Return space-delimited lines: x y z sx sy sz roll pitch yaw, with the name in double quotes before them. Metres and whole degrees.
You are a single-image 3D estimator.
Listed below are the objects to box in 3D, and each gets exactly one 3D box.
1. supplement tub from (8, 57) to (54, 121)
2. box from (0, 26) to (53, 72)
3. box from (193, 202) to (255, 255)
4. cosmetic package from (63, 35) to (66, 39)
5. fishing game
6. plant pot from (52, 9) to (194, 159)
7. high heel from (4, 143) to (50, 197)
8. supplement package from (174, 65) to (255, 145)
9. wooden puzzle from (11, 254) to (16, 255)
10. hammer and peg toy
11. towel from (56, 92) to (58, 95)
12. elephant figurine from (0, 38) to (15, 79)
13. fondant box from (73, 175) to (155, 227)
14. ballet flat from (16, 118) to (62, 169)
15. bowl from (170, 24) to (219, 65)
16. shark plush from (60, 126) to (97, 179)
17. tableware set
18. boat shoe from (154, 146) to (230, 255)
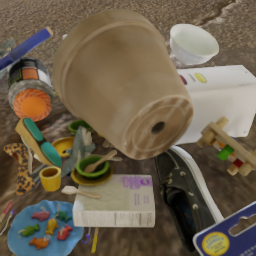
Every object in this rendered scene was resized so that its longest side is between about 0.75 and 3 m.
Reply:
"supplement tub" -2.796 -1.115 8.011 1.186 1.186 1.935 -12 42 -14
"box" -3.029 -2.117 7.800 1.131 0.303 1.867 -7 38 45
"box" 2.105 2.132 3.228 1.589 0.425 2.623 -22 51 -15
"cosmetic package" -1.590 -3.286 10.851 1.654 0.890 0.702 -30 46 -33
"fishing game" -1.502 1.785 5.101 1.975 0.307 1.414 5 31 5
"plant pot" 0.075 -0.713 5.857 2.687 2.687 2.331 -19 49 -21
"high heel" -2.488 0.889 6.174 1.442 0.515 1.028 17 52 24
"supplement package" 2.030 -0.591 7.067 2.000 1.558 1.109 -6 40 -9
"wooden puzzle" -1.180 2.901 3.887 1.719 0.204 2.898 -13 39 -15
"hammer and peg toy" 2.302 0.609 5.894 1.827 1.343 0.644 43 88 10
"towel" -1.854 -1.683 9.031 0.789 0.166 1.833 9 50 -17
"elephant figurine" -4.254 -2.171 9.380 1.187 1.302 1.678 40 22 2
"fondant box" -0.248 1.384 5.440 1.465 0.427 1.057 1 28 -1
"ballet flat" -1.917 0.386 5.993 1.324 0.417 0.454 55 22 3
"bowl" 2.269 -2.897 10.204 1.837 0.826 1.837 9 50 -11
"shark plush" -1.218 0.610 6.224 0.530 1.273 0.578 37 -2 -13
"tableware set" -1.019 0.467 6.294 1.816 0.414 2.696 6 29 14
"boat shoe" 1.006 1.230 5.311 0.710 0.860 2.507 9 36 -30
